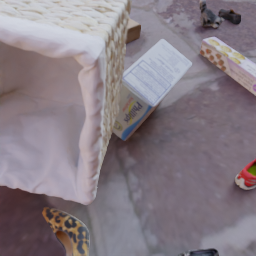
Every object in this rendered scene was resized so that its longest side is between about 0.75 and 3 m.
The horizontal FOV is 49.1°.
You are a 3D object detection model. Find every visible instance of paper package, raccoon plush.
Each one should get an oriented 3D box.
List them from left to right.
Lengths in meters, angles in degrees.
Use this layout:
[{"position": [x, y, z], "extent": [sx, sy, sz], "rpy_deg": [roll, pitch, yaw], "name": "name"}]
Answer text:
[{"position": [-0.293, -3.709, 10.571], "extent": [1.078, 0.585, 1.131], "rpy_deg": [-31, 55, -26], "name": "paper package"}, {"position": [3.336, -4.549, 11.089], "extent": [0.793, 1.183, 0.572], "rpy_deg": [-13, 19, -12], "name": "raccoon plush"}]

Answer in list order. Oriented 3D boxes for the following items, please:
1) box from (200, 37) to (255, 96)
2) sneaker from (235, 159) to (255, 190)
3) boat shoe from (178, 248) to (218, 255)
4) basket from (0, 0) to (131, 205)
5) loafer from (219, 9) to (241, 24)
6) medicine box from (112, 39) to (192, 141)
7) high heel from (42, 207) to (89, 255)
[{"position": [3.435, -2.051, 9.042], "extent": [0.581, 0.543, 2.804], "rpy_deg": [-21, 50, -19], "name": "box"}, {"position": [3.054, 0.884, 6.259], "extent": [1.432, 0.608, 0.551], "rpy_deg": [-26, 52, -22], "name": "sneaker"}, {"position": [1.249, 2.356, 5.138], "extent": [0.840, 0.239, 0.281], "rpy_deg": [-8, 47, -7], "name": "boat shoe"}, {"position": [-1.554, -0.703, 4.364], "extent": [2.824, 2.799, 2.271], "rpy_deg": [11, 43, 3], "name": "basket"}, {"position": [4.259, -4.744, 11.656], "extent": [0.412, 0.409, 1.132], "rpy_deg": [-27, 52, -22], "name": "loafer"}, {"position": [0.384, -0.918, 6.992], "extent": [1.004, 1.776, 1.950], "rpy_deg": [42, 56, 2], "name": "medicine box"}, {"position": [-1.186, 2.314, 4.839], "extent": [1.908, 0.681, 1.360], "rpy_deg": [36, 49, 18], "name": "high heel"}]
